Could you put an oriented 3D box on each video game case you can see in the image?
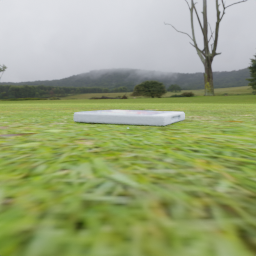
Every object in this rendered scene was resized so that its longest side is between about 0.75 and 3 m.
[{"bbox_3d":[0.155,-0.373,9.075,2.853,0.328,2.600,3,6,23],"label":"video game case"}]
